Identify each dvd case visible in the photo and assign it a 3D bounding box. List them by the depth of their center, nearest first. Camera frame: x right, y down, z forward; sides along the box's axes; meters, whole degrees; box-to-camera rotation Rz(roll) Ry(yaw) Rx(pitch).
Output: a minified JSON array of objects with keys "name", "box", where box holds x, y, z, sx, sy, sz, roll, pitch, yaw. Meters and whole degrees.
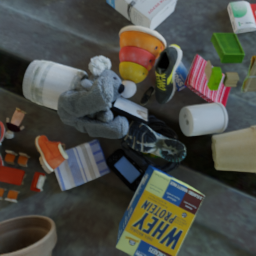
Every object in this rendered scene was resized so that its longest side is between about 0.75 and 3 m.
[{"name":"dvd case","box":[0.125,-0.622,9.460,1.212,1.699,0.149,24,107,-4]}]

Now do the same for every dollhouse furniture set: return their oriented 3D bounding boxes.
[{"name":"dollhouse furniture set","box":[3.792,-2.071,9.059,2.316,1.517,1.162,0,49,-4]},{"name":"dollhouse furniture set","box":[-3.613,1.647,9.288,1.600,0.833,1.617,12,72,-1]}]

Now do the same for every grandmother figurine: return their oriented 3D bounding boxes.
[{"name":"grandmother figurine","box":[-4.048,-0.112,10.009,0.680,0.339,1.121,27,87,6]}]

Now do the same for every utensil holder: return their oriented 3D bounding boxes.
[{"name":"utensil holder","box":[2.540,-0.274,9.580,1.271,1.081,1.081,-8,76,-17]}]

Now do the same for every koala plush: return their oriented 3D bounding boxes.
[{"name":"koala plush","box":[-0.951,-1.083,8.934,2.115,2.041,2.301,0,46,23]}]

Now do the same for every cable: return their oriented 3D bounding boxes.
[{"name":"cable","box":[0.929,0.626,9.829,2.186,0.555,1.784,36,70,0]}]

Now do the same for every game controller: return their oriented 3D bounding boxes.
[{"name":"game controller","box":[-0.041,1.451,9.659,0.805,0.325,1.543,-43,84,-9]}]

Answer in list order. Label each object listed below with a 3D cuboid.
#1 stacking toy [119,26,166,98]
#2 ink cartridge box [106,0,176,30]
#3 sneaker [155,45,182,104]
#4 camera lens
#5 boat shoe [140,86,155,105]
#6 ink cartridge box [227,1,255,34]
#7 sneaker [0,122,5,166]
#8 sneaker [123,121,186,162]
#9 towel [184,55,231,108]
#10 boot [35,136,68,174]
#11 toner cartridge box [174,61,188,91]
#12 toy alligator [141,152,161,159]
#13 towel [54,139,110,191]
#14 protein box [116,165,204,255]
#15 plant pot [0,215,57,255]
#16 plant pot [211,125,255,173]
[{"name":"stacking toy","box":[0.250,-2.198,10.003,1.753,1.753,2.399,16,86,4]},{"name":"ink cartridge box","box":[0.500,-5.049,10.926,2.297,0.962,1.667,42,76,10]},{"name":"sneaker","box":[1.203,-1.826,9.748,0.782,0.889,2.101,22,116,31]},{"name":"camera lens","box":[-2.423,-1.415,9.758,1.937,1.550,1.550,16,77,4]},{"name":"boat shoe","box":[0.705,-1.205,10.350,0.301,0.267,0.807,37,78,22]},{"name":"ink cartridge box","box":[4.848,-4.463,11.145,1.506,0.377,1.212,-10,77,-1]},{"name":"sneaker","box":[-4.850,0.821,9.501,0.929,0.987,2.411,-3,76,-1]},{"name":"sneaker","box":[0.781,0.519,9.338,2.242,0.968,0.870,27,88,6]},{"name":"towel","box":[2.927,-1.616,10.039,1.843,0.207,1.333,30,71,-20]},{"name":"boot","box":[-2.554,0.703,9.424,0.906,0.634,1.690,-36,46,-3]},{"name":"toner cartridge box","box":[1.783,-2.114,10.451,0.653,0.297,1.375,-30,78,-5]},{"name":"toy alligator","box":[0.879,0.907,9.831,1.344,0.398,0.365,22,119,-8]},{"name":"towel","box":[-1.688,1.271,9.753,1.821,0.217,1.338,-20,78,-6]},{"name":"protein box","box":[0.837,2.482,8.265,1.502,2.210,2.226,27,87,2]},{"name":"plant pot","box":[-3.204,4.009,8.206,2.333,2.333,2.034,-5,99,-1]},{"name":"plant pot","box":[3.661,0.772,9.286,1.607,1.756,1.756,-6,76,11]}]
